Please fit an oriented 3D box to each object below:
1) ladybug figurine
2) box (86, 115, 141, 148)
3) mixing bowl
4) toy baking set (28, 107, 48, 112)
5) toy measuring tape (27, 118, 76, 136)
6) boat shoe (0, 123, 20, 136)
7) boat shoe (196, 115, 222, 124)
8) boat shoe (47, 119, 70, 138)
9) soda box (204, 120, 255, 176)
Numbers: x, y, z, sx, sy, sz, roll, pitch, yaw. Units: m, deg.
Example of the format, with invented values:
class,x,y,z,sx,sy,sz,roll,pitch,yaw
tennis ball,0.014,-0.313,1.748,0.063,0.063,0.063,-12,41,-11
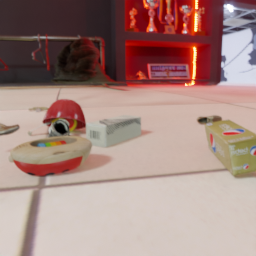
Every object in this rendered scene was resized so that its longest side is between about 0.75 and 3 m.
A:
class,x,y,z,sx,sy,sz,roll,pitch,yaw
ladybug figurine,-1.755,0.649,6.509,1.907,0.686,1.294,-7,14,-28
box,-0.426,0.058,9.264,0.838,0.697,2.040,8,14,32
mixing bowl,-2.269,-0.528,10.192,1.569,0.850,1.569,2,-15,0
toy baking set,-4.961,-1.020,15.696,1.321,0.154,1.014,6,16,27
toy measuring tape,-2.585,-0.024,10.214,2.021,0.743,0.743,-29,21,-16
boat shoe,-3.481,0.034,7.642,0.965,0.346,0.365,-16,-10,-16
boat shoe,3.415,-0.314,11.804,1.043,0.395,0.374,-6,7,18
boat shoe,-2.074,0.096,8.680,0.708,0.637,2.002,24,13,-15
soda box,2.531,0.393,6.913,0.718,0.759,2.242,-12,11,5
